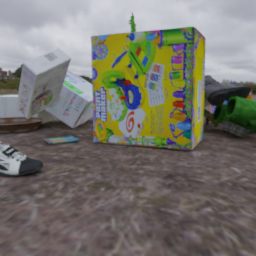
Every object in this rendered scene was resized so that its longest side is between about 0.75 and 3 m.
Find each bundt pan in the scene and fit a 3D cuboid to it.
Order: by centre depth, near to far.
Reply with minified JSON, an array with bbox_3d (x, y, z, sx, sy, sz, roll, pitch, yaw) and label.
[{"bbox_3d":[3.351,0.067,8.844,0.819,0.307,0.819,23,4,-2],"label":"bundt pan"}]

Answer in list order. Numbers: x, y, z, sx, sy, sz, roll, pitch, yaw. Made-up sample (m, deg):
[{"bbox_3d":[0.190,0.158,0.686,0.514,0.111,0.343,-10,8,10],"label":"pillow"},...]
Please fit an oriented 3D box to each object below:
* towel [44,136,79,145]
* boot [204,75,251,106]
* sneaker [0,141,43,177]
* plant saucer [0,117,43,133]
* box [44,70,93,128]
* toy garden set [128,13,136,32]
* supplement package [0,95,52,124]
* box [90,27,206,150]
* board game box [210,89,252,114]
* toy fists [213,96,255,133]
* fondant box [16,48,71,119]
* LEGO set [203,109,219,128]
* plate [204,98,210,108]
[{"bbox_3d":[-1.954,0.361,8.194,0.887,0.096,0.650,-5,9,-28],"label":"towel"},{"bbox_3d":[3.178,-1.411,9.595,1.919,0.670,1.264,-6,42,-28],"label":"boot"},{"bbox_3d":[-2.305,0.551,5.249,1.418,0.628,0.525,2,7,2],"label":"sneaker"},{"bbox_3d":[-4.367,-0.118,10.444,2.326,0.373,2.326,1,9,0],"label":"plant saucer"},{"bbox_3d":[-2.530,-1.367,11.734,2.468,1.352,2.797,33,15,3],"label":"box"},{"bbox_3d":[0.122,-3.185,8.849,0.179,0.747,0.896,-3,-23,8],"label":"toy garden set"},{"bbox_3d":[-4.550,-0.830,12.332,2.030,1.191,1.187,2,9,15],"label":"supplement package"},{"bbox_3d":[0.608,-1.083,8.015,2.867,2.977,1.816,4,9,23],"label":"box"},{"bbox_3d":[4.736,-1.102,13.096,1.494,1.494,1.495,1,9,5],"label":"board game box"},{"bbox_3d":[3.735,-0.356,9.169,1.316,0.888,2.582,12,-5,2],"label":"toy fists"},{"bbox_3d":[-2.600,-1.325,8.535,0.565,1.940,1.400,39,45,8],"label":"fondant box"},{"bbox_3d":[3.029,-0.250,10.981,0.970,0.731,1.261,29,17,-5],"label":"LEGO set"},{"bbox_3d":[2.569,-0.798,11.304,2.488,0.403,2.494,-30,-1,8],"label":"plate"}]
